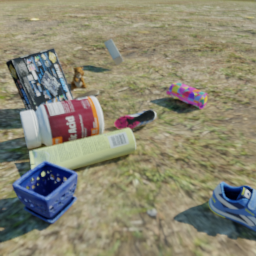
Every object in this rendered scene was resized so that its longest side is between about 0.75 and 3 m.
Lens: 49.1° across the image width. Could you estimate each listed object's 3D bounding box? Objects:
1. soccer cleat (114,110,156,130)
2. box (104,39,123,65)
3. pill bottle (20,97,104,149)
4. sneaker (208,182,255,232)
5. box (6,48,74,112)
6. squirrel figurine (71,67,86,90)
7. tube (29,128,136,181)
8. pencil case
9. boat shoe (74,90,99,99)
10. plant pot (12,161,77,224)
[{"bbox_3d":[0.263,-0.215,9.487,1.436,0.502,0.620,-15,-14,4],"label":"soccer cleat"},{"bbox_3d":[-0.754,-3.973,14.667,0.465,0.559,1.361,-28,59,5],"label":"box"},{"bbox_3d":[-1.990,-0.153,8.480,2.255,1.288,1.288,-13,33,-20],"label":"pill bottle"},{"bbox_3d":[2.619,1.686,5.933,1.751,0.720,0.647,15,31,21],"label":"sneaker"},{"bbox_3d":[-3.009,-1.527,9.898,0.509,2.213,1.759,-5,21,42],"label":"box"},{"bbox_3d":[-2.249,-2.302,12.485,0.694,0.916,0.981,-5,31,-9],"label":"squirrel figurine"},{"bbox_3d":[-1.235,0.669,7.751,2.869,0.745,0.832,-14,0,-15],"label":"tube"},{"bbox_3d":[2.317,-1.278,10.985,0.700,0.700,1.584,-26,40,-37],"label":"pencil case"},{"bbox_3d":[-1.575,-1.172,10.832,1.063,0.345,0.382,-15,35,17],"label":"boat shoe"},{"bbox_3d":[-1.754,1.446,6.157,0.998,0.898,0.998,16,35,25],"label":"plant pot"}]
